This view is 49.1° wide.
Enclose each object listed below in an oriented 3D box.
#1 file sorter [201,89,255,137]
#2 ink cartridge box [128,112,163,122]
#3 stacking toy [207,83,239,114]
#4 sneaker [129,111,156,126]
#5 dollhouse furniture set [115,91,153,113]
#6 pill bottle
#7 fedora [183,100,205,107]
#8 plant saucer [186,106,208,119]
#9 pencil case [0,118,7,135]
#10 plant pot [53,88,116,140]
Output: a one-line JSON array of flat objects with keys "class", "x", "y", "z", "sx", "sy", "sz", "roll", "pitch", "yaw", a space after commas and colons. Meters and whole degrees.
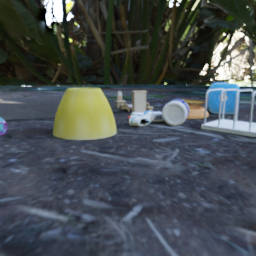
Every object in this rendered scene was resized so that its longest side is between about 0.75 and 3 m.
[{"class": "file sorter", "x": 4.519, "y": -0.687, "z": 10.975, "sx": 2.619, "sy": 1.631, "sz": 1.818, "roll": 10, "pitch": 15, "yaw": 43}, {"class": "ink cartridge box", "x": 0.811, "y": -0.638, "z": 13.851, "sx": 1.420, "sy": 0.499, "sz": 1.748, "roll": -3, "pitch": 16, "yaw": -12}, {"class": "stacking toy", "x": 5.518, "y": -1.609, "z": 16.574, "sx": 1.639, "sy": 1.733, "sz": 2.986, "roll": 4, "pitch": 1, "yaw": 15}, {"class": "sneaker", "x": 0.775, "y": -0.327, "z": 12.177, "sx": 1.531, "sy": 0.574, "sz": 0.663, "roll": -21, "pitch": 29, "yaw": -41}, {"class": "dollhouse furniture set", "x": 0.384, "y": -1.709, "z": 17.084, "sx": 1.441, "sy": 1.231, "sz": 2.781, "roll": -5, "pitch": 12, "yaw": -24}, {"class": "pill bottle", "x": 2.213, "y": -0.753, "z": 12.716, "sx": 1.068, "sy": 1.068, "sz": 1.846, "roll": 3, "pitch": 12, "yaw": 16}, {"class": "fedora", "x": 3.750, "y": -1.279, "z": 16.353, "sx": 1.651, "sy": 0.673, "sz": 1.651, "roll": 4, "pitch": 9, "yaw": -1}, {"class": "plant saucer", "x": 3.033, "y": -0.878, "z": 14.926, "sx": 2.426, "sy": 0.454, "sz": 2.426, "roll": -1, "pitch": 11, "yaw": 0}, {"class": "pencil case", "x": -4.960, "y": -0.084, "z": 10.698, "sx": 0.591, "sy": 0.544, "sz": 1.278, "roll": -25, "pitch": 21, "yaw": -21}, {"class": "plant pot", "x": -1.643, "y": -0.630, "z": 10.513, "sx": 2.382, "sy": 1.690, "sz": 2.382, "roll": 0, "pitch": 12, "yaw": 0}]
